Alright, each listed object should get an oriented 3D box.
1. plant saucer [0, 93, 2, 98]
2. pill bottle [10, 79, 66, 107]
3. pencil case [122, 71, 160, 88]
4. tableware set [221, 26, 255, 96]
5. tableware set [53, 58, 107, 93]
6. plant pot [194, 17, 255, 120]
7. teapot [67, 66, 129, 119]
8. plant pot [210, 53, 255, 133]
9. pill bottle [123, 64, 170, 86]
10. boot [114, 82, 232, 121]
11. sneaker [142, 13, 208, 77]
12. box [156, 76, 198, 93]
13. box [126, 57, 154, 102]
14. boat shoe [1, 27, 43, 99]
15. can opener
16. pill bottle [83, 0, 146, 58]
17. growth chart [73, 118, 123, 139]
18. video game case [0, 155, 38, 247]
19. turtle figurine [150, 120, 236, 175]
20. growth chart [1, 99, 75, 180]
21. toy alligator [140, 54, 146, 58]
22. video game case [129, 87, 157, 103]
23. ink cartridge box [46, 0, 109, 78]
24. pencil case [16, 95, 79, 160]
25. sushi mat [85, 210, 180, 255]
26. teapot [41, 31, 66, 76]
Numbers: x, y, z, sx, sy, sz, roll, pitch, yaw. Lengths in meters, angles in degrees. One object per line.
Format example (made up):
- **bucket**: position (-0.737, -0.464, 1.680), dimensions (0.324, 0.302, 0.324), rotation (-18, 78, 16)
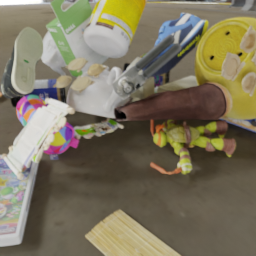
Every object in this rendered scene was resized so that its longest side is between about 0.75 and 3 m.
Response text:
- **plant saucer**: position (-5.432, -1.219, 11.073), dimensions (0.848, 0.159, 0.848), rotation (1, 30, 0)
- **pill bottle**: position (-3.235, -1.210, 10.164), dimensions (1.849, 1.034, 1.034), rotation (-6, 30, -9)
- **pencil case**: position (0.151, -1.666, 10.099), dimensions (1.926, 0.890, 0.820), rotation (-11, 13, 24)
- **tableware set**: position (2.651, -1.447, 6.143), dimensions (1.438, 1.201, 0.167), rotation (21, 8, -36)
- **tableware set**: position (-1.390, -1.522, 8.012), dimensions (1.524, 0.177, 1.273), rotation (19, 59, 34)
- **plant pot**: position (2.971, -1.823, 7.647), dimensions (2.862, 2.862, 2.032), rotation (27, 6, 38)
- **teapot**: position (-0.863, -1.189, 8.933), dimensions (2.176, 1.589, 2.147), rotation (13, 4, 21)
- **plant pot**: position (4.037, -1.447, 9.083), dimensions (2.447, 2.722, 2.722), rotation (-32, 43, -33)
- **pill bottle**: position (0.800, -2.309, 12.046), dimensions (1.947, 1.089, 1.089), rotation (4, 30, 8)
- **boot**: position (1.015, -0.459, 7.261), dimensions (2.265, 0.985, 2.723), rotation (-16, 10, -19)
- **sneaker**: position (1.143, -2.315, 7.762), dimensions (2.291, 0.847, 0.942), rotation (-41, 70, -12)
- **box**: position (2.027, -1.195, 10.047), dimensions (1.007, 0.838, 2.451), rotation (26, 32, 32)
- **box**: position (0.445, -1.333, 9.092), dimensions (0.606, 1.772, 0.728), rotation (23, 55, 24)
- **boat shoe**: position (-3.280, -2.055, 8.597), dimensions (0.871, 0.925, 2.576), rotation (-20, 54, 33)
- **can opener**: position (0.451, -1.513, 7.168), dimensions (2.014, 0.537, 0.673), rotation (-39, -1, 14)
- **pill bottle**: position (-0.327, -3.924, 9.461), dimensions (1.544, 1.544, 2.827), rotation (14, 75, 23)
- **growth chart**: position (-0.995, 0.019, 8.583), dimensions (1.690, 0.150, 1.223), rotation (-13, 21, -32)
- **video game case**: position (-3.164, 1.484, 6.232), dimensions (1.966, 0.247, 2.746), rotation (-5, 30, -7)
- **turtle figurine**: position (1.644, 0.189, 7.838), dimensions (2.263, 0.904, 2.807), rotation (-2, 30, -4)
- **growth chart**: position (-2.169, 0.194, 6.614), dimensions (2.100, 0.186, 1.520), rotation (-54, 43, -3)
- **toy alligator**: position (1.068, -4.113, 15.990), dimensions (0.429, 0.311, 1.294), rotation (14, 33, 22)
- **video game case**: position (0.036, -1.212, 10.882), dimensions (2.092, 0.263, 2.299), rotation (10, 33, 17)
- **ink cartridge box**: position (-1.805, -3.309, 9.744), dimensions (0.852, 2.872, 1.491), rotation (19, 58, 35)
- **pencil case**: position (-2.469, -0.123, 8.240), dimensions (1.121, 1.121, 2.536), rotation (-18, 35, -29)
- **sushi mat**: position (0.195, 2.240, 5.033), dimensions (2.005, 0.121, 0.959), rotation (26, 39, 38)
- **teapot**: position (-2.538, -3.034, 10.851), dimensions (1.181, 1.617, 1.596), rotation (11, 57, -44)
